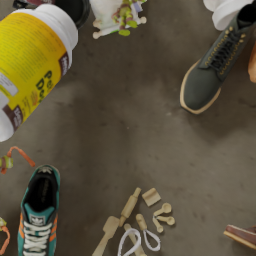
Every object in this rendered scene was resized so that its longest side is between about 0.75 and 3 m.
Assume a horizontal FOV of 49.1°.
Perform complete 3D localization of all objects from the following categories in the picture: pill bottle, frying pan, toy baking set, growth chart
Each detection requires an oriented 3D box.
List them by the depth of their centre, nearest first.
[{"bbox_3d":[-2.290,-1.287,5.820,1.636,1.636,2.995,25,57,6],"label":"pill bottle"},{"bbox_3d":[-0.165,3.045,5.854,1.665,0.252,2.169,-29,59,-23],"label":"toy baking set"},{"bbox_3d":[0.389,2.165,6.461,1.175,0.178,1.531,33,78,8],"label":"toy baking set"},{"bbox_3d":[2.586,-3.998,7.300,1.449,1.449,2.502,-12,84,-3],"label":"pill bottle"},{"bbox_3d":[-2.075,-3.033,7.621,2.313,0.376,1.399,-33,99,11],"label":"frying pan"},{"bbox_3d":[-0.380,-3.820,7.954,1.791,0.219,2.474,-14,76,-4],"label":"growth chart"}]

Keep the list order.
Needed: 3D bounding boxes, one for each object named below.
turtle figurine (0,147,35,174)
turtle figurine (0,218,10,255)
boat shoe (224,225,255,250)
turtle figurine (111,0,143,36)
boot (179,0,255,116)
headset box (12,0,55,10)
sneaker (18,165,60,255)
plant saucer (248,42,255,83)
[{"bbox_3d":[-3.418,0.650,5.967,2.407,0.775,1.941,39,81,-12],"label":"turtle figurine"},{"bbox_3d":[-3.596,2.260,6.097,1.986,0.640,1.602,-32,69,11],"label":"turtle figurine"},{"bbox_3d":[2.930,2.461,6.207,1.601,0.563,0.563,25,81,-2],"label":"boat shoe"},{"bbox_3d":[-0.002,-2.953,7.065,1.330,0.428,1.073,-24,58,35],"label":"turtle figurine"},{"bbox_3d":[2.114,-1.642,6.561,0.973,1.738,2.513,29,74,6],"label":"boot"},{"bbox_3d":[-2.442,-4.040,6.964,1.626,0.844,2.185,31,108,32],"label":"headset box"},{"bbox_3d":[-1.947,2.005,5.975,0.861,0.964,2.412,5,85,-8],"label":"sneaker"},{"bbox_3d":[3.306,-2.089,6.533,0.336,2.081,2.081,20,77,9],"label":"plant saucer"}]
